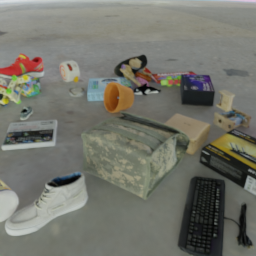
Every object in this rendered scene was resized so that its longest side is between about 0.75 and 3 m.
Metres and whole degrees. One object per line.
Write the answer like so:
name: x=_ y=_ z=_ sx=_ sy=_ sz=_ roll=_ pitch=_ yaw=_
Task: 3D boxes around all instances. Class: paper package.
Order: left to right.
paper package: x=1.981 y=0.191 z=9.880 sx=1.349 sy=0.698 sz=1.286 roll=22 pitch=38 yaw=30

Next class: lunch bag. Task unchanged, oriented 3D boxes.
lunch bag: x=0.357 y=0.511 z=8.526 sx=2.280 sy=1.634 sz=2.780 roll=19 pitch=30 yaw=28

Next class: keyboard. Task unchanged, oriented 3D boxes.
keyboard: x=2.258 y=2.183 z=7.072 sx=1.657 sy=0.269 sz=2.608 roll=9 pitch=34 yaw=15

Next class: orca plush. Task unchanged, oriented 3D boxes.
orca plush: x=0.919 y=-1.897 z=13.489 sx=1.325 sy=0.471 sz=0.697 roll=5 pitch=32 yaw=8

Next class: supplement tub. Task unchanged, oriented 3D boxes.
supplement tub: x=-3.499 y=1.763 z=7.169 sx=1.200 sy=0.867 sz=0.867 roll=24 pitch=39 yaw=33

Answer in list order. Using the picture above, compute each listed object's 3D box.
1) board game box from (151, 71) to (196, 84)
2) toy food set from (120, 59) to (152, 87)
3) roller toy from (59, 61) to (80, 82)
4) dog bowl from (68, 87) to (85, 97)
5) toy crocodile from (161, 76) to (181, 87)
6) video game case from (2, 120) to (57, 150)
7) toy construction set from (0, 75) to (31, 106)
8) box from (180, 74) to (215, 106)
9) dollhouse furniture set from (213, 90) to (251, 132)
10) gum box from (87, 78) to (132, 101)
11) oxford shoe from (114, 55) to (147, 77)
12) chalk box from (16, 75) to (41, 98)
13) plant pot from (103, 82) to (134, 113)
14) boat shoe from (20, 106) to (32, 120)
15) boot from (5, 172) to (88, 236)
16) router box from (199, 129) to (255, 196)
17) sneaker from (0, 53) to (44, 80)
board game box: x=2.518 y=-2.706 z=14.941 sx=2.332 sy=0.227 sz=1.200 roll=-6 pitch=25 yaw=-9
toy food set: x=0.479 y=-2.696 z=14.327 sx=1.720 sy=0.426 sz=2.706 roll=41 pitch=31 yaw=3
roller toy: x=-3.037 y=-2.979 z=14.706 sx=0.793 sy=1.035 sz=1.135 roll=-21 pitch=37 yaw=-30
dog bowl: x=-2.467 y=-1.732 z=13.456 sx=0.780 sy=0.229 sz=0.780 roll=0 pitch=31 yaw=0
toy crocodile: x=2.351 y=-2.359 z=14.205 sx=1.406 sy=0.475 sz=0.434 roll=-6 pitch=25 yaw=-8
video game case: x=-3.554 y=0.231 z=10.297 sx=1.765 sy=0.206 sz=1.604 roll=-4 pitch=31 yaw=-8
toy construction set: x=-5.504 y=-1.743 z=12.577 sx=2.367 sy=1.090 sz=1.552 roll=8 pitch=62 yaw=37
box: x=3.168 y=-1.798 z=13.067 sx=1.402 sy=0.784 sz=1.987 roll=1 pitch=32 yaw=7
dollhouse furniture set: x=4.030 y=-0.685 z=10.627 sx=0.987 sy=1.401 sz=0.982 roll=-17 pitch=36 yaw=-26
gum box: x=-0.884 y=-1.895 z=13.491 sx=2.057 sy=0.458 sz=1.747 roll=-1 pitch=32 yaw=-3
oxford shoe: x=-0.037 y=-3.357 z=15.617 sx=1.098 sy=0.945 sz=2.600 roll=0 pitch=22 yaw=39
chalk box: x=-4.678 y=-1.967 z=13.316 sx=1.230 sy=0.768 sz=0.762 roll=24 pitch=38 yaw=35
plant pot: x=-0.348 y=-1.282 z=11.893 sx=0.894 sy=1.277 sz=1.277 roll=-2 pitch=28 yaw=-35
boat shoe: x=-4.256 y=-0.697 z=11.694 sx=0.363 sy=0.308 sz=0.997 roll=1 pitch=32 yaw=1
boot: x=-2.042 y=1.776 z=6.986 sx=2.135 sy=1.020 sz=0.785 roll=-21 pitch=37 yaw=-30
router box: x=3.703 y=1.019 z=8.596 sx=1.835 sy=0.609 sz=2.333 roll=-24 pitch=39 yaw=-34
sneaker: x=-5.674 y=-3.215 z=14.495 sx=1.135 sy=1.251 sz=2.947 roll=20 pitch=25 yaw=28
